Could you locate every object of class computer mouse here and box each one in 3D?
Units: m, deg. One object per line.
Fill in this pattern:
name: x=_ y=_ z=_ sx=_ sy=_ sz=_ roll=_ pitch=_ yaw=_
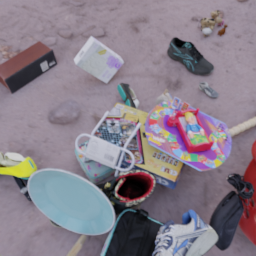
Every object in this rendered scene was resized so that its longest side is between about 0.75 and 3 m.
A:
computer mouse: x=2.300 y=1.989 z=6.643 sx=0.481 sy=1.264 sz=1.826 roll=17 pitch=97 yaw=1

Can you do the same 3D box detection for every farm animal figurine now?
farm animal figurine: x=3.818 y=-4.769 z=12.537 sx=1.326 sy=0.699 sz=1.341 roll=-9 pitch=58 yaw=-6

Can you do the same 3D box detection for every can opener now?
can opener: x=-3.216 y=1.649 z=8.605 sx=1.599 sy=0.629 sz=0.507 roll=36 pitch=79 yaw=29

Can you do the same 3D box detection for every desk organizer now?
desk organizer: x=-4.001 y=-2.416 z=10.997 sx=0.861 sy=0.802 sz=2.237 roll=38 pitch=65 yaw=24

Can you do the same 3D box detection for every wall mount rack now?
wall mount rack: x=-0.509 y=0.445 z=8.179 sx=1.923 sy=0.717 sz=1.671 roll=21 pitch=95 yaw=19

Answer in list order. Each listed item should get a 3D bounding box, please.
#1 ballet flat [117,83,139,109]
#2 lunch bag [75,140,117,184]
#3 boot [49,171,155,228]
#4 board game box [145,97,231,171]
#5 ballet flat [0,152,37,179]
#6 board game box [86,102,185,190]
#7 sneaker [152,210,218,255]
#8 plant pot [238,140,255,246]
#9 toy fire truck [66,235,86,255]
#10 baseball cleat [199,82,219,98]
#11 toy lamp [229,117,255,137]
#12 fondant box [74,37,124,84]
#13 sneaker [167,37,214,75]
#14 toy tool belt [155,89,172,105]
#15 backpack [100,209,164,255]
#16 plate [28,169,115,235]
ballet flat: x=0.078 y=-0.982 z=10.063 sx=0.545 sy=0.542 sz=1.595 roll=-8 pitch=64 yaw=-22
lunch bag: x=-1.007 y=0.970 z=8.987 sx=1.111 sy=0.534 sz=1.386 roll=-26 pitch=61 yaw=-16
boot: x=-0.733 y=1.843 z=7.332 sx=2.787 sy=2.105 sz=1.006 roll=-10 pitch=70 yaw=-15
board game box: x=1.712 y=0.007 z=7.714 sx=2.485 sy=0.484 sz=1.963 roll=28 pitch=54 yaw=13
ballet flat: x=-3.688 y=1.066 z=8.434 sx=2.130 sy=0.714 sz=0.712 roll=1 pitch=29 yaw=23
board game box: x=0.437 y=0.428 z=8.448 sx=2.823 sy=0.488 sz=1.912 roll=21 pitch=57 yaw=20
sneaker: x=0.846 y=2.466 z=5.732 sx=2.194 sy=0.845 sz=0.934 roll=-25 pitch=76 yaw=-39
plant pot: x=4.233 y=1.471 z=6.934 sx=2.799 sy=2.549 sz=2.799 roll=-5 pitch=24 yaw=2
toy fire truck: x=-1.349 y=3.646 z=5.821 sx=1.434 sy=1.962 sz=2.229 roll=-12 pitch=97 yaw=-9
baseball cleat: x=3.028 y=-1.444 z=10.570 sx=0.863 sy=0.459 sz=0.301 roll=34 pitch=77 yaw=25
toy lamp: x=4.147 y=-0.154 z=9.564 sx=2.509 sy=0.730 sz=0.730 roll=-21 pitch=60 yaw=-17
fondant box: x=-1.069 y=-2.481 z=10.393 sx=1.093 sy=1.515 sz=0.441 roll=-48 pitch=43 yaw=18
sneaker: x=2.499 y=-2.872 z=11.258 sx=2.152 sy=0.853 sz=0.811 roll=34 pitch=62 yaw=18
toy tool belt: x=1.456 y=-0.823 z=9.923 sx=0.629 sy=1.007 sz=0.619 roll=-6 pitch=34 yaw=48
backpack: x=0.271 y=3.474 z=6.591 sx=2.122 sy=1.851 sz=2.414 roll=22 pitch=52 yaw=9
plate: x=-1.324 y=1.735 z=6.662 sx=2.258 sy=2.258 sz=0.289 roll=17 pitch=40 yaw=10
